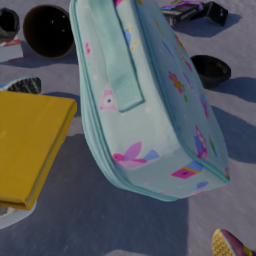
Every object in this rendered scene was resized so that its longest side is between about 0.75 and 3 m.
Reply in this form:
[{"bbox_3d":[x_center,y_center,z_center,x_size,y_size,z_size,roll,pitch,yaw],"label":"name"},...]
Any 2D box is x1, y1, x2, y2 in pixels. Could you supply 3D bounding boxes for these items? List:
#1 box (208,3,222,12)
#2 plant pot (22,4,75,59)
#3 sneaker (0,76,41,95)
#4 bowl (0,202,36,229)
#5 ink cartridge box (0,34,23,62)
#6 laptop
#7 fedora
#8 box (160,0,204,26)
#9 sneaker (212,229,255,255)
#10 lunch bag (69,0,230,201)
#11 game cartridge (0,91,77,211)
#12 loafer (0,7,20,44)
[{"bbox_3d":[3.869,-5.263,12.543,0.310,0.379,0.798,46,58,4],"label":"box"},{"bbox_3d":[-2.689,-3.716,10.337,1.784,1.784,1.908,0,30,0],"label":"plant pot"},{"bbox_3d":[-3.623,-1.091,8.229,2.141,0.839,0.963,-26,48,-24],"label":"sneaker"},{"bbox_3d":[-3.034,1.302,5.897,2.143,0.800,2.140,-17,48,-17],"label":"bowl"},{"bbox_3d":[-4.541,-3.106,10.326,1.069,0.603,1.456,-15,48,-15],"label":"ink cartridge box"},{"bbox_3d":[3.593,-4.956,12.383,1.328,0.686,1.177,29,60,-7],"label":"laptop"},{"bbox_3d":[2.479,-1.699,8.904,1.457,0.665,1.457,2,47,-2],"label":"fedora"},{"bbox_3d":[2.007,-4.999,12.111,2.173,0.392,1.553,-37,44,-28],"label":"box"},{"bbox_3d":[2.287,2.546,4.801,0.877,0.729,1.946,-18,56,-22],"label":"sneaker"},{"bbox_3d":[0.258,-0.569,3.817,1.125,2.340,2.918,-27,61,23],"label":"lunch bag"},{"bbox_3d":[-2.721,0.268,6.094,2.524,0.464,2.863,7,44,7],"label":"game cartridge"},{"bbox_3d":[-2.951,-2.479,6.757,0.655,0.748,2.082,-26,31,16],"label":"loafer"}]
